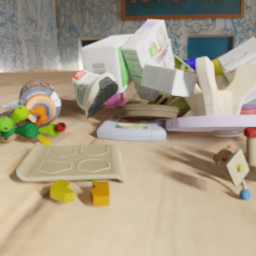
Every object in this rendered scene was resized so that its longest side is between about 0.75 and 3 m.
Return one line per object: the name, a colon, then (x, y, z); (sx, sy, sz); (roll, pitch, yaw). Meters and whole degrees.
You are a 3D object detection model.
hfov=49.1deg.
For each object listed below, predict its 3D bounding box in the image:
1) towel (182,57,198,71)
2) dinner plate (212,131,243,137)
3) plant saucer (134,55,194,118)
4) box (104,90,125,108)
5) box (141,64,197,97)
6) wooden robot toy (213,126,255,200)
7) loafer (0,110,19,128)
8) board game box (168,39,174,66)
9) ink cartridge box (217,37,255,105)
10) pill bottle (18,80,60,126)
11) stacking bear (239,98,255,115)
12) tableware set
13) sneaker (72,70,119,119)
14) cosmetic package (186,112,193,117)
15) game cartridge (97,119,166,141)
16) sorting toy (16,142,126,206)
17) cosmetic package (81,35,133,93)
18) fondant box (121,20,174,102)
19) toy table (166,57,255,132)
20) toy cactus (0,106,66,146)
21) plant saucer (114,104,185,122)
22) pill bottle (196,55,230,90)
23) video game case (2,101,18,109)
towel: (2.413, -2.392, 11.949); (1.418, 1.047, 0.351); (-15, 38, -21)
dinner plate: (3.034, 0.183, 8.487); (0.926, 0.112, 0.926); (-5, 4, 0)
plant saucer: (1.754, -1.420, 10.816); (2.232, 0.534, 2.229); (-40, 72, -15)
box: (-1.206, -1.606, 13.945); (1.969, 0.952, 1.732); (1, 15, 7)
box: (1.149, -1.373, 8.034); (0.863, 0.677, 1.388); (0, 17, -36)
wooden robot toy: (2.342, 0.512, 5.659); (2.712, 1.195, 1.231); (-10, 7, -36)
loafer: (-4.615, -0.156, 8.455); (2.470, 0.881, 0.902); (-6, 16, -23)
board game box: (1.132, -2.951, 10.635); (1.219, 1.216, 0.251); (30, 68, 35)
ink cartridge box: (3.614, -1.676, 8.442); (1.191, 1.650, 0.691); (-31, 41, 20)
pill bottle: (-3.164, -0.886, 9.970); (1.390, 1.390, 2.618); (-5, 17, -19)
stacking bear: (4.720, -1.850, 11.515); (1.598, 2.631, 1.496); (8, 16, 29)
tableware set: (1.414, -1.330, 9.634); (2.324, 0.466, 1.536); (-42, 19, -10)
sneaker: (-0.896, -0.891, 6.246); (0.758, 1.007, 2.154); (-37, 1, -16)
cosmetic package: (2.737, -0.987, 11.645); (0.772, 0.542, 1.521); (13, 32, 31)
game cartridge: (0.135, 0.057, 8.700); (2.062, 0.421, 1.372); (2, 18, 6)
sorting toy: (-1.094, 0.873, 5.664); (2.050, 0.368, 2.752); (3, 14, -6)
cosmetic package: (-0.455, -2.256, 9.554); (1.182, 1.500, 2.787); (0, 26, 18)
fondant box: (0.748, -2.163, 9.211); (0.630, 2.164, 1.561); (20, 60, 34)
toy table: (2.532, -0.797, 8.007); (2.991, 1.751, 2.749); (-2, -5, 19)
toy cactus: (-3.098, 0.156, 7.269); (2.654, 1.357, 2.190); (-10, -1, -25)
plant saucer: (0.675, -0.436, 9.001); (2.297, 0.338, 2.297); (2, -4, 0)
pill bottle: (3.098, -1.793, 9.879); (2.081, 1.158, 1.158); (-24, -1, 35)
video game case: (-5.060, -1.174, 13.810); (1.526, 0.184, 1.674); (2, 15, 9)
